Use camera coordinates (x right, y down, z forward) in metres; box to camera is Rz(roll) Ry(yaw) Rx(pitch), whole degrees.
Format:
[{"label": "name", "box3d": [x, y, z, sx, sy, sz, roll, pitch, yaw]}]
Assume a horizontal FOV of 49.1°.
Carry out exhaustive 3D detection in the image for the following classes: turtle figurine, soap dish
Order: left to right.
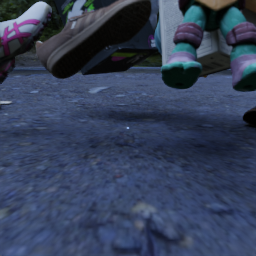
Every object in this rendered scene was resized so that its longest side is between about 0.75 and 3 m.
[{"label": "turtle figurine", "box3d": [1.193, -1.940, 3.778, 2.134, 2.850, 1.435, -2, -14, 21]}, {"label": "soap dish", "box3d": [3.067, -2.827, 6.475, 1.859, 0.960, 2.363, 33, 28, 11]}]

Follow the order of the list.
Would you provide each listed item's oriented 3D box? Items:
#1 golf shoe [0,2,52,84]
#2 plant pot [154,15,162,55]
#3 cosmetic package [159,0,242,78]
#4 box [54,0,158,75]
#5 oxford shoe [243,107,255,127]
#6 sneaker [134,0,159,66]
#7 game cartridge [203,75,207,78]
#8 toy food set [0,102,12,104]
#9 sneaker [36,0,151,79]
[{"label": "golf shoe", "box3d": [-2.905, -2.182, 6.738, 1.175, 2.552, 0.927, 42, -5, -21]}, {"label": "plant pot", "box3d": [1.487, -2.804, 7.286, 1.656, 1.656, 1.622, 2, -12, 7]}, {"label": "cosmetic package", "box3d": [1.345, -2.273, 5.267, 1.040, 2.383, 1.232, 3, -7, -42]}, {"label": "box", "box3d": [-0.649, -3.332, 8.706, 1.766, 2.841, 2.110, -22, -3, 42]}, {"label": "oxford shoe", "box3d": [3.934, -0.195, 7.435, 0.795, 0.684, 1.883, -16, 11, -32]}, {"label": "sneaker", "box3d": [0.305, -3.957, 11.214, 1.055, 2.808, 1.614, 4, 15, -30]}, {"label": "game cartridge", "box3d": [1.777, -1.630, 7.638, 0.837, 0.136, 0.738, 21, -1, 12]}, {"label": "toy food set", "box3d": [-5.598, -0.955, 10.485, 1.706, 0.496, 2.471, 0, 15, 1]}, {"label": "sneaker", "box3d": [-0.704, -2.059, 5.631, 2.562, 0.902, 0.968, -37, 66, -15]}]
